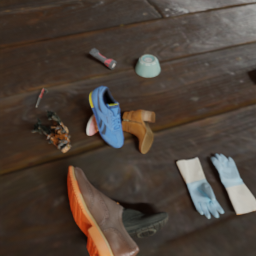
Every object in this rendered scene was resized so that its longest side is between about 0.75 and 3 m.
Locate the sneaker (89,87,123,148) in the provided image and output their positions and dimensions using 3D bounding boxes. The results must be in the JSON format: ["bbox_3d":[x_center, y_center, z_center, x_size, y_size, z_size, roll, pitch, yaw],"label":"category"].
[{"bbox_3d":[-0.462,-0.251,7.307,0.562,1.706,0.669,-29,13,-40],"label":"sneaker"}]

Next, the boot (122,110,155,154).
[{"bbox_3d":[0.202,0.083,7.809,0.949,0.469,1.222,3,82,31],"label":"boot"}]

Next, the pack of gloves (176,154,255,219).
[{"bbox_3d":[2.154,1.294,6.800,1.443,0.339,1.717,-12,48,-7],"label":"pack of gloves"}]

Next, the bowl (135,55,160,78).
[{"bbox_3d":[0.702,-2.249,9.899,0.909,0.476,0.909,0,48,0],"label":"bowl"}]

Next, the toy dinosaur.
[{"bbox_3d":[-1.941,0.095,7.424,0.752,1.000,1.473,-53,38,-11],"label":"toy dinosaur"}]

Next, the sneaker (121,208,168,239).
[{"bbox_3d":[0.007,2.009,6.034,1.738,0.660,0.789,-11,52,-11],"label":"sneaker"}]

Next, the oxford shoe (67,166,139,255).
[{"bbox_3d":[-0.618,1.688,5.697,0.857,0.838,2.350,-14,51,-26],"label":"oxford shoe"}]

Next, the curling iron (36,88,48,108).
[{"bbox_3d":[-2.767,-0.958,8.921,0.097,0.189,0.761,-14,48,42],"label":"curling iron"}]

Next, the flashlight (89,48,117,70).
[{"bbox_3d":[-0.884,-2.495,10.054,1.013,0.343,0.344,38,89,12],"label":"flashlight"}]

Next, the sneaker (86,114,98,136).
[{"bbox_3d":[-0.725,-0.185,8.109,0.597,0.430,1.141,17,50,17],"label":"sneaker"}]
